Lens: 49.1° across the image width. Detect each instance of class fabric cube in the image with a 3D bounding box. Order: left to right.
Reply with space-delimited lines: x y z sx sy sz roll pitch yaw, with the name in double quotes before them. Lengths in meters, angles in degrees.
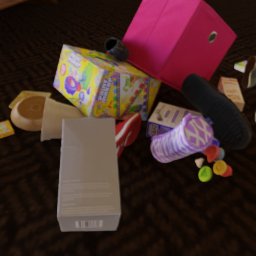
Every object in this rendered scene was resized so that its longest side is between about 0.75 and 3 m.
"fabric cube" 1.815 -3.234 10.938 2.817 2.862 2.871 17 18 -45

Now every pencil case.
"pencil case" 1.392 0.364 7.808 0.945 2.210 0.928 45 63 -1

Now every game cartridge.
"game cartridge" -4.591 0.102 9.899 0.904 0.147 0.797 -20 41 -26

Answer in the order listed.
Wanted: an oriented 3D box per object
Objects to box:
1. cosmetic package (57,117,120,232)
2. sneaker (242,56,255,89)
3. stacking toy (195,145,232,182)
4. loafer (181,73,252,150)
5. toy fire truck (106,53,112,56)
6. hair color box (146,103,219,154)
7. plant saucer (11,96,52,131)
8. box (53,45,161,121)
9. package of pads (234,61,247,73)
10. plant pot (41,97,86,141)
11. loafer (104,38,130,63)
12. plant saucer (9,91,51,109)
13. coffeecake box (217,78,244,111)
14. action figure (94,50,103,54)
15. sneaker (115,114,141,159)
"cosmetic package" -0.981 1.093 7.071 1.426 1.204 2.669 1 52 -6
"sneaker" 4.891 -2.182 10.991 0.570 1.270 0.426 -7 27 -28
"stacking toy" 2.478 1.091 8.094 0.435 0.933 1.031 24 38 -26
"loafer" 2.890 -0.622 8.784 1.059 1.084 2.969 2 48 -40
"toy fire truck" -0.524 -4.155 15.260 1.031 0.688 1.227 -6 34 -39
"hair color box" 1.929 0.003 9.463 2.339 0.758 1.279 18 40 15
"plant saucer" -3.441 -0.664 10.489 1.850 0.327 1.850 4 46 -4
"box" -0.808 -1.636 10.216 2.632 1.667 2.732 1 28 -42
"package of pads" 5.858 -3.059 14.026 0.833 0.284 0.643 -21 40 -24
"plant pot" -2.130 -0.210 9.375 1.349 1.474 1.474 7 35 -14
"loafer" -0.540 -3.088 10.531 0.702 0.725 2.066 -47 33 10
"plant saucer" -3.888 -1.006 11.252 1.267 0.307 1.267 5 38 7
"coffeecake box" 3.562 -0.837 10.148 0.627 1.318 1.717 8 38 5
"action figure" -1.341 -3.426 14.163 2.312 0.802 1.505 11 45 20
"sneaker" -0.643 0.136 9.189 1.445 0.980 2.502 19 39 22
